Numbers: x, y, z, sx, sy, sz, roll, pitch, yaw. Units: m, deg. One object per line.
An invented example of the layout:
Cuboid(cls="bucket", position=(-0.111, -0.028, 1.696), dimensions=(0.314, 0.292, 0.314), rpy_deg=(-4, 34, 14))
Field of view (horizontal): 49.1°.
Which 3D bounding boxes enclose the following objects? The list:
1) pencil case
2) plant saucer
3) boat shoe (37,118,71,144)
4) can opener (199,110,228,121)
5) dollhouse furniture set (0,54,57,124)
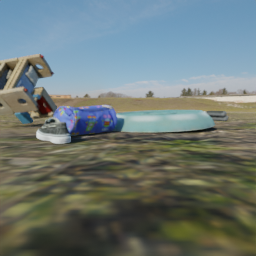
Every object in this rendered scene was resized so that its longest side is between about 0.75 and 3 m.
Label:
Cuboid(cls="pencil case", position=(-0.849, -0.189, 6.004), dimensions=(0.604, 0.672, 1.548), rpy_deg=(40, 25, 26))
Cuboid(cls="plant saucer", position=(0.842, -0.242, 7.615), dimensions=(2.904, 0.398, 2.904), rpy_deg=(-3, 7, 0))
Cuboid(cls="boat shoe", position=(-1.268, 0.019, 4.829), dimensions=(0.407, 0.400, 1.128), rpy_deg=(-3, 5, -37))
Cuboid(cls="can opener", position=(3.676, -0.499, 12.688), dimensions=(0.589, 0.466, 1.771), rpy_deg=(-43, 24, -26))
Cuboid(cls="dollhouse furniture set", position=(-2.965, -0.799, 8.542), dimensions=(1.556, 1.565, 2.220), rpy_deg=(-5, -40, 16))
